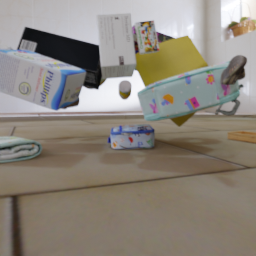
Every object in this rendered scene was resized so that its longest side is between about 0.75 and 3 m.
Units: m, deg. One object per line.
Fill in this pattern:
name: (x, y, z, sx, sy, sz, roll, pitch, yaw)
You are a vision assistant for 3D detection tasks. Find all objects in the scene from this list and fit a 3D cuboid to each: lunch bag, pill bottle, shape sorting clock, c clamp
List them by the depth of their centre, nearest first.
lunch bag: (1.837, -1.084, 8.243, 2.845, 1.097, 2.282, -14, 7, 19)
c clamp: (3.332, -0.749, 9.661, 0.909, 0.144, 1.064, 21, 50, 35)
lunch bag: (0.102, 0.346, 12.030, 1.942, 0.916, 2.424, -2, 5, -1)
shape sorting clock: (-1.636, -2.896, 13.714, 0.413, 2.104, 2.104, 26, 20, 32)
pill bottle: (-0.163, -1.813, 13.790, 0.664, 0.664, 1.177, 0, -18, -3)

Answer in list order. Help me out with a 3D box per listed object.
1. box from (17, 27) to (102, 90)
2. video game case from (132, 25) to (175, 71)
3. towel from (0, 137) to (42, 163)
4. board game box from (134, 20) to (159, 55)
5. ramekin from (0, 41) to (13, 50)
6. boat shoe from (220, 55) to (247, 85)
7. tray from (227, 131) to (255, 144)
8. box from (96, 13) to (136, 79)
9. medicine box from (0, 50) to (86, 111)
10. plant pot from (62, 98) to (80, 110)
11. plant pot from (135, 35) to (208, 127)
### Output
box: (-2.488, -2.619, 10.969, 2.954, 1.165, 2.085, 14, -13, -2)
video game case: (0.790, -3.226, 12.178, 2.548, 0.503, 2.811, 11, -15, -23)
towel: (-4.661, 0.701, 9.511, 2.777, 0.669, 2.377, -4, 8, -37)
board game box: (0.607, -2.944, 9.111, 0.640, 1.014, 0.175, -10, 1, -7)
ramekin: (-4.321, -2.301, 9.464, 0.576, 1.237, 1.237, 18, 4, -7)
boat shoe: (2.438, -1.285, 6.302, 0.394, 0.400, 1.075, 11, -14, -1)
tray: (5.964, 0.463, 13.343, 1.075, 0.403, 2.179, -3, 6, -27)
box: (-0.390, -2.516, 8.885, 1.049, 1.597, 1.606, -6, -4, -4)
medicine box: (-2.747, -1.562, 8.808, 2.250, 1.158, 2.049, 19, 16, 2)
plant pot: (-2.406, -1.145, 11.579, 0.697, 0.799, 0.799, 1, 4, -36)
plant pot: (1.993, -1.960, 10.891, 2.239, 2.538, 2.539, -32, -33, 18)
